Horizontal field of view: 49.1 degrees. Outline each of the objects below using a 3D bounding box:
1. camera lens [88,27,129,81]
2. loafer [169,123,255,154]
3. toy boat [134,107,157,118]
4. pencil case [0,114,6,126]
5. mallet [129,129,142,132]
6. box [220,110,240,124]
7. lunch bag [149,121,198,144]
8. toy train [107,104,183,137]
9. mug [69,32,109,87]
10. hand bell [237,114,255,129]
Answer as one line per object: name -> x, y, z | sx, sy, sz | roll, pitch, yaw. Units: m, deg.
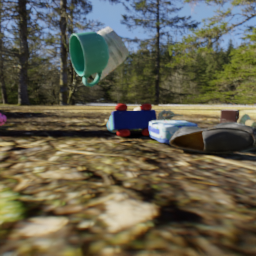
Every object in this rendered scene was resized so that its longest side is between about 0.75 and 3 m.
camera lens -> -1.238, -3.190, 12.387 | 2.092, 1.673, 1.673 | -40, 11, -3
loafer -> 2.221, 0.368, 7.484 | 2.339, 0.851, 0.845 | -7, 9, 39
toy boat -> 0.444, -0.660, 15.933 | 2.376, 1.104, 1.997 | 10, 14, 18
pencil case -> -6.980, -0.419, 14.350 | 0.757, 0.733, 1.615 | 14, 4, 4
mallet -> -0.052, 0.057, 12.558 | 1.350, 0.278, 0.444 | 5, 3, -1
box -> 4.915, -0.417, 13.533 | 0.752, 0.916, 0.760 | 4, 8, 34
lunch bag -> 1.489, 0.124, 9.681 | 1.359, 0.697, 1.690 | 0, 6, -16
toy train -> 0.612, -0.253, 11.665 | 2.916, 1.234, 1.687 | -2, -7, -18
mug -> -1.423, -2.701, 10.634 | 1.144, 1.849, 1.520 | -18, 57, -26
hand bell -> 5.391, 0.039, 11.496 | 0.831, 0.831, 1.597 | -4, 21, -32
